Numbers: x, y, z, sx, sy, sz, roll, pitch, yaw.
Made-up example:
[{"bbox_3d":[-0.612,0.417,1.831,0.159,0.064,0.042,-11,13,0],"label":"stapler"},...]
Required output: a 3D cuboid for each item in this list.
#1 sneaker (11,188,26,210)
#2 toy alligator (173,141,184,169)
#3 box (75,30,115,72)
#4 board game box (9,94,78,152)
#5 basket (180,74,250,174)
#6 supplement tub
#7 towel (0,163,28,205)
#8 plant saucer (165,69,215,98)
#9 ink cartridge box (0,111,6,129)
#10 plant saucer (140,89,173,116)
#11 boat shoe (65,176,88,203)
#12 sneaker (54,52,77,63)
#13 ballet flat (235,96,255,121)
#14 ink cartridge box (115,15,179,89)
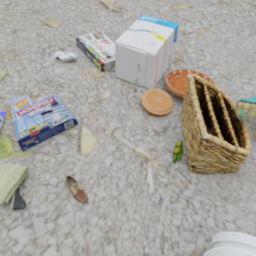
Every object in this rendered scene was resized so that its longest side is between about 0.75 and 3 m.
[{"bbox_3d":[-3.413,2.238,8.832,0.406,0.286,0.764,5,50,-11],"label":"sneaker"},{"bbox_3d":[1.684,0.927,9.785,0.297,0.410,1.236,-7,39,31],"label":"toy alligator"},{"bbox_3d":[-1.357,-3.848,13.807,1.446,0.456,2.627,-27,55,-21],"label":"box"},{"bbox_3d":[-3.531,-0.562,10.864,2.312,0.713,2.311,-29,56,-22],"label":"board game box"},{"bbox_3d":[3.065,-0.177,9.577,2.104,2.196,2.948,0,49,0],"label":"basket"},{"bbox_3d":[2.413,3.967,6.222,1.954,1.954,2.688,18,52,15],"label":"supplement tub"},{"bbox_3d":[-3.937,1.758,9.018,1.064,0.262,1.434,5,49,27],"label":"towel"},{"bbox_3d":[2.639,-1.850,12.033,2.142,0.346,2.142,4,42,-4],"label":"plant saucer"},{"bbox_3d":[-5.919,0.018,10.556,2.094,0.459,2.113,-3,49,-1],"label":"ink cartridge box"},{"bbox_3d":[1.191,-1.087,11.456,1.367,0.221,1.367,6,55,-9],"label":"plant saucer"},{"bbox_3d":[-1.688,1.951,8.949,0.415,0.394,1.096,-37,59,-27],"label":"boat shoe"},{"bbox_3d":[-3.007,-3.347,13.451,1.146,0.439,0.463,7,57,15],"label":"sneaker"},{"bbox_3d":[4.489,-0.692,9.889,2.521,0.891,0.891,-12,45,-45],"label":"ballet flat"},{"bbox_3d":[0.827,-3.411,12.483,1.883,1.917,2.603,22,53,18],"label":"ink cartridge box"}]
